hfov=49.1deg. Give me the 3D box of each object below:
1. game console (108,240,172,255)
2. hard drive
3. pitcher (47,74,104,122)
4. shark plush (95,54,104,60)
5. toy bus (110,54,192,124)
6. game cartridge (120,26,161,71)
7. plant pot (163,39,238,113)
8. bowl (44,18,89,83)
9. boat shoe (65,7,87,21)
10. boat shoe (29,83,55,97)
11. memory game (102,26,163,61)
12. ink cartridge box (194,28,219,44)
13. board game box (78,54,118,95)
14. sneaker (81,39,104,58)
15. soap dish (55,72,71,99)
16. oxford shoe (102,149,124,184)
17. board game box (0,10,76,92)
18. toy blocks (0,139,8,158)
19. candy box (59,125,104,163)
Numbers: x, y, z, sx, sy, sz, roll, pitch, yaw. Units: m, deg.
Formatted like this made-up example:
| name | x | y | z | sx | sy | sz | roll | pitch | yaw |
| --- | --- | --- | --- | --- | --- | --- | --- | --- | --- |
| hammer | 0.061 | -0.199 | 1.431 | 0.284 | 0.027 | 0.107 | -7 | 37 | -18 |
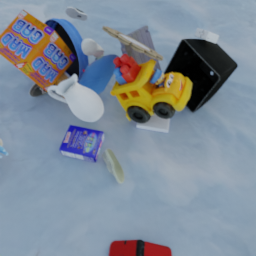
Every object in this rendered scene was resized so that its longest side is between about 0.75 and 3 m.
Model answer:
| name | x | y | z | sx | sy | sz | roll | pitch | yaw |
| --- | --- | --- | --- | --- | --- | --- | --- | --- | --- |
| game console | 0.289 | 4.311 | 8.037 | 1.615 | 1.112 | 1.874 | -15 | 49 | 28 |
| hard drive | 1.115 | -0.715 | 11.482 | 1.262 | 0.243 | 1.913 | 9 | 56 | 5 |
| pitcher | -1.779 | -0.941 | 9.622 | 1.486 | 1.732 | 1.050 | -3 | 56 | 35 |
| shark plush | -1.377 | -2.485 | 12.025 | 0.735 | 1.617 | 0.674 | -13 | 63 | -35 |
| toy bus | 0.634 | -1.637 | 10.179 | 2.603 | 2.499 | 1.766 | -8 | 44 | 41 |
| game cartridge | 0.542 | -2.900 | 11.667 | 1.451 | 2.239 | 0.430 | -32 | 29 | -20 |
| plant pot | 3.055 | -2.278 | 11.337 | 1.908 | 2.146 | 2.151 | -24 | 67 | -30 |
| bowl | -2.614 | -3.122 | 11.656 | 0.550 | 2.801 | 2.801 | -30 | 60 | -33 |
| boat shoe | -2.328 | -5.052 | 12.340 | 1.240 | 0.425 | 0.351 | 0 | 47 | -54 |
| boat shoe | -3.384 | -1.851 | 11.970 | 1.779 | 0.595 | 0.507 | -37 | 49 | -18 |
| memory game | 0.197 | -2.952 | 9.830 | 2.407 | 0.153 | 2.407 | 25 | 20 | -10 |
| ink cartridge box | 2.960 | -3.468 | 10.541 | 0.559 | 0.316 | 0.763 | 8 | 24 | -27 |
| board game box | -1.386 | -2.035 | 10.987 | 0.477 | 2.448 | 1.934 | 47 | 37 | 16 |
| sneaker | -1.427 | -3.035 | 10.252 | 0.573 | 1.522 | 0.674 | -37 | 83 | 11 |
| soap dish | -2.512 | -1.616 | 11.568 | 0.530 | 1.027 | 1.305 | -33 | 64 | -27 |
| oxford shoe | -0.541 | 1.390 | 9.960 | 0.392 | 0.510 | 1.358 | -39 | 64 | 23 |
| board game box | -3.546 | -2.892 | 10.716 | 1.843 | 1.841 | 1.841 | 37 | 85 | 22 |
| toy blocks | -4.912 | 0.535 | 8.874 | 1.874 | 0.681 | 1.562 | 24 | 18 | 26 |
| candy box | -1.697 | 0.577 | 10.412 | 1.360 | 0.524 | 1.150 | 13 | 58 | 7 |
